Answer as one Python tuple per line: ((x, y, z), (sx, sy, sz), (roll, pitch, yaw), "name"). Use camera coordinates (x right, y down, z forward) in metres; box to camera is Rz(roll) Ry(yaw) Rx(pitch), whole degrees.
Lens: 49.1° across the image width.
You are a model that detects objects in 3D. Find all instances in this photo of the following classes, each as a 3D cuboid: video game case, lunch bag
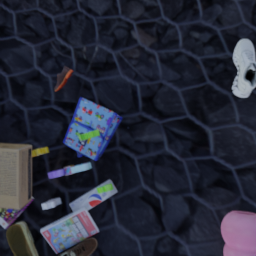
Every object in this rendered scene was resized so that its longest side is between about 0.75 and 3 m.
((-1.897, 3.389, 9.225), (1.577, 0.138, 1.128), (-26, 116, -6), "video game case")
((-1.350, 0.143, 9.979), (1.467, 0.916, 1.948), (25, 88, 17), "lunch bag")
((-4.152, 2.567, 9.685), (1.201, 0.237, 1.325), (40, 80, 10), "video game case")

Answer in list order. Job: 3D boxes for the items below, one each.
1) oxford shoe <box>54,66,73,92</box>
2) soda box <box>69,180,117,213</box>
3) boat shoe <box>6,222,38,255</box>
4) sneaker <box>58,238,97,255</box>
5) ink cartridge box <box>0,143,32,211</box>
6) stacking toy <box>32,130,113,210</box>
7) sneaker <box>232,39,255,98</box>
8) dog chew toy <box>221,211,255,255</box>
((-2.503, -1.827, 10.495), (0.389, 0.381, 1.072), (39, 108, -6), "oxford shoe")
((-1.169, 2.397, 9.577), (1.600, 0.546, 0.507), (-30, 79, -7), "soda box")
((-3.314, 4.198, 9.154), (0.810, 0.699, 2.221), (-24, 82, 3), "boat shoe")
((-1.697, 4.138, 9.153), (1.497, 0.565, 0.527), (-29, 78, -6), "sneaker")
((-4.394, 1.487, 9.074), (2.374, 0.892, 1.956), (4, 97, 6), "ink cartridge box")
((-1.944, 1.400, 9.235), (2.696, 0.634, 2.033), (-18, 86, 16), "stacking toy")
((4.488, -2.343, 10.493), (0.880, 0.950, 2.343), (6, 75, -1), "sneaker")
((3.654, 3.860, 8.854), (1.424, 1.424, 2.286), (5, 82, 1), "dog chew toy")
